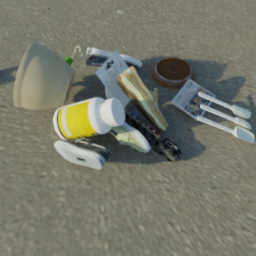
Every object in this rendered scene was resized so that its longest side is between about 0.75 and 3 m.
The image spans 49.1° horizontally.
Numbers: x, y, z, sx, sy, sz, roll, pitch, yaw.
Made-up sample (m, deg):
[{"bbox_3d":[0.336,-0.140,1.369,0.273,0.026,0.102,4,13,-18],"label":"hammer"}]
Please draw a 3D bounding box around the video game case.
[{"bbox_3d":[2.342,-1.015,10.015,1.146,0.144,1.257,36,65,9],"label":"video game case"}]

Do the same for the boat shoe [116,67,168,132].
[{"bbox_3d":[0.653,-0.956,9.127,0.894,0.842,2.349,-41,103,-7],"label":"boat shoe"}]

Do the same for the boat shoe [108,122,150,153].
[{"bbox_3d":[-0.112,0.243,8.952,0.580,0.673,1.871,-42,62,-20],"label":"boat shoe"}]

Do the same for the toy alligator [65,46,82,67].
[{"bbox_3d":[-2.368,-2.186,10.248,0.580,1.957,0.531,40,21,6],"label":"toy alligator"}]

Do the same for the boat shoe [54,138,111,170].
[{"bbox_3d":[-1.376,0.650,8.412,1.954,0.721,0.667,8,43,37],"label":"boat shoe"}]

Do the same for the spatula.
[{"bbox_3d":[3.259,-0.373,9.320,2.095,0.168,1.456,21,56,-10],"label":"spatula"}]

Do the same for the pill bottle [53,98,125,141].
[{"bbox_3d":[-1.168,-0.294,8.536,2.008,1.118,1.118,-12,46,26],"label":"pill bottle"}]

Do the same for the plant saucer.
[{"bbox_3d":[1.808,-2.275,11.218,1.788,0.308,1.788,1,52,-1],"label":"plant saucer"}]

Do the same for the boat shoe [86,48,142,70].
[{"bbox_3d":[-0.543,-2.481,10.938,2.281,0.773,0.818,7,5,-28],"label":"boat shoe"}]

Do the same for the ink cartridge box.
[{"bbox_3d":[-0.414,-1.597,9.657,0.413,1.648,1.337,-3,43,48],"label":"ink cartridge box"}]

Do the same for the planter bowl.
[{"bbox_3d":[-2.565,-1.491,9.032,1.442,2.142,2.142,17,51,-8],"label":"planter bowl"}]

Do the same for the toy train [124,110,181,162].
[{"bbox_3d":[0.683,0.159,9.184,0.590,0.440,2.577,-35,59,-29],"label":"toy train"}]
